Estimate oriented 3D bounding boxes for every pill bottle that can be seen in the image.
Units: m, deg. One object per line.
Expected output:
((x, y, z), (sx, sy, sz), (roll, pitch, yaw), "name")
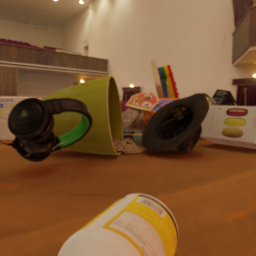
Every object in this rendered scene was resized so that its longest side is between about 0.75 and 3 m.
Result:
((-0.085, 0.949, 1.988), (0.666, 0.666, 1.189), (2, 6, 23), "pill bottle")

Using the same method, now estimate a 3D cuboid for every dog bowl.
((-0.079, -0.202, 10.574), (0.463, 1.579, 1.579), (39, 10, 4), "dog bowl")

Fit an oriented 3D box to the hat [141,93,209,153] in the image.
((1.486, 0.096, 8.074), (2.424, 0.978, 2.424), (-30, 24, 15), "hat")

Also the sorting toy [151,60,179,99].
((1.903, -1.645, 13.305), (0.919, 2.623, 2.639), (-14, 35, 10), "sorting toy")

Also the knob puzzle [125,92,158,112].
((0.600, -1.065, 10.395), (1.268, 0.176, 1.268), (-4, 39, 4), "knob puzzle")

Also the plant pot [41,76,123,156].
((-1.448, -0.233, 7.707), (2.297, 2.149, 2.149), (-5, 5, 8), "plant pot")

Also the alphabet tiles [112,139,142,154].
((-0.128, 0.512, 7.925), (0.874, 0.033, 0.731), (0, 30, -33), "alphabet tiles")

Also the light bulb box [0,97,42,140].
((-4.273, -0.389, 10.960), (1.622, 1.636, 1.021), (0, 5, -3), "light bulb box")

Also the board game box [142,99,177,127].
((1.420, -0.317, 10.479), (1.195, 1.195, 1.196), (3, 31, 31), "board game box")

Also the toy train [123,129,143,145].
((0.330, 0.354, 9.409), (1.239, 0.528, 0.706), (2, 17, -1), "toy train")

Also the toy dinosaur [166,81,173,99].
((1.851, -0.860, 11.303), (1.049, 2.075, 0.604), (1, 16, 44), "toy dinosaur")

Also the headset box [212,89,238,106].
((4.304, -0.751, 13.087), (0.727, 1.568, 1.365), (21, -20, 50), "headset box")

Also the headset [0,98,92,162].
((-1.840, 0.230, 5.510), (2.439, 1.146, 1.506), (-14, -29, -21), "headset")

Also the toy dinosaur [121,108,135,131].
((-0.180, -0.315, 14.536), (1.663, 1.251, 2.450), (23, -12, -8), "toy dinosaur")

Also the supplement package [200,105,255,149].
((3.373, -0.036, 8.703), (1.073, 1.114, 1.958), (18, -7, -38), "supplement package")

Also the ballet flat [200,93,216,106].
((2.921, -0.633, 11.559), (1.016, 1.016, 2.737), (2, 31, 23), "ballet flat")

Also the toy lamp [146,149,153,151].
((0.997, 0.311, 8.793), (0.531, 0.531, 1.825), (2, 14, 24), "toy lamp")

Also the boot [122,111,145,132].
((0.260, -0.248, 12.114), (2.058, 0.989, 2.815), (6, 7, 20), "boot")
